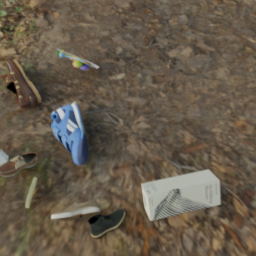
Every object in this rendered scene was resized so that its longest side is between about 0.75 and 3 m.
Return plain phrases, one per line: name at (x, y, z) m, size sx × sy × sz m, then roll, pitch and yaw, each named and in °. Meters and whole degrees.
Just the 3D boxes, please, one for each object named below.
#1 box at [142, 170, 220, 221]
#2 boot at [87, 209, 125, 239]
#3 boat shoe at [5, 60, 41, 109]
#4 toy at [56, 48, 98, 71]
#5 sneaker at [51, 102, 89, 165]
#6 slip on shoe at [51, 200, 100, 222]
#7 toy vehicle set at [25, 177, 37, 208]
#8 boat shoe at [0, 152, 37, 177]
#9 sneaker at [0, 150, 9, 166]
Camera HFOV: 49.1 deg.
box at (1.483, 1.878, 7.909) m, size 2.081 × 0.855 × 0.711 m, roll -12°, pitch 19°, yaw -6°
boot at (-0.579, 2.492, 7.690) m, size 1.120 × 0.775 × 0.434 m, roll -36°, pitch 48°, yaw -26°
boat shoe at (-4.296, -1.731, 10.863) m, size 0.876 × 0.876 × 2.490 m, roll -27°, pitch 57°, yaw -23°
toy at (-2.070, -2.626, 11.219) m, size 1.726 × 0.994 × 0.408 m, roll 25°, pitch 93°, yaw -13°
sneaker at (-1.957, 0.250, 9.365) m, size 1.068 × 0.960 × 2.597 m, roll -13°, pitch 46°, yaw -9°
slip on shoe at (-1.478, 2.306, 7.852) m, size 1.333 × 0.507 × 0.404 m, roll -8°, pitch 62°, yaw -13°
toy vehicle set at (-2.855, 1.905, 8.255) m, size 0.102 × 0.478 × 0.769 m, roll 15°, pitch 43°, yaw -11°
boat shoe at (-3.372, 1.058, 8.597) m, size 0.502 × 0.476 × 1.325 m, roll 44°, pitch 37°, yaw 15°
sneaker at (-3.990, 0.875, 8.643) m, size 0.516 × 1.282 × 0.490 m, roll 0°, pitch 45°, yaw 5°
